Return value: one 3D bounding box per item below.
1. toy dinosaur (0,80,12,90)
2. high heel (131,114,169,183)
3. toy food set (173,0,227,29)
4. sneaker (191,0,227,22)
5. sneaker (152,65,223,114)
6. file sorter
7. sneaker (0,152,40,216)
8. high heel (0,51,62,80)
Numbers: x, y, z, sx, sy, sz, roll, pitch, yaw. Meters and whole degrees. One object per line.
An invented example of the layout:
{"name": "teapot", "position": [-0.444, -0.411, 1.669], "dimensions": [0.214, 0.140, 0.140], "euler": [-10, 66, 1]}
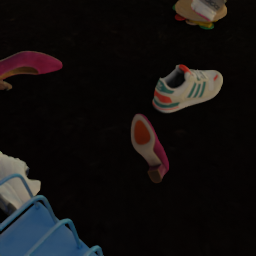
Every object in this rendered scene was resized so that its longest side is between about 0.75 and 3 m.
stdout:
{"name": "toy dinosaur", "position": [-4.646, -1.205, 8.628], "dimensions": [1.207, 0.764, 1.781], "euler": [35, 63, 19]}
{"name": "high heel", "position": [0.316, 0.224, 3.930], "dimensions": [0.348, 1.031, 0.496], "euler": [-6, 21, 23]}
{"name": "toy food set", "position": [3.079, -5.103, 12.126], "dimensions": [2.270, 0.552, 2.247], "euler": [30, 55, 24]}
{"name": "sneaker", "position": [2.071, -3.353, 6.881], "dimensions": [0.781, 0.926, 2.116], "euler": [34, 36, -12]}
{"name": "sneaker", "position": [1.909, -1.381, 8.429], "dimensions": [2.567, 1.200, 0.904], "euler": [-22, 52, -18]}
{"name": "file sorter", "position": [-1.545, 2.487, 4.673], "dimensions": [2.895, 1.776, 2.009], "euler": [32, 57, 24]}
{"name": "sneaker", "position": [-3.004, 1.053, 6.693], "dimensions": [2.268, 0.845, 0.988], "euler": [40, 49, 21]}
{"name": "high heel", "position": [-1.776, -0.766, 4.274], "dimensions": [1.563, 0.526, 0.750], "euler": [-2, 81, -29]}
